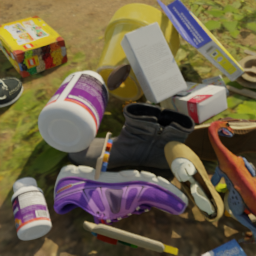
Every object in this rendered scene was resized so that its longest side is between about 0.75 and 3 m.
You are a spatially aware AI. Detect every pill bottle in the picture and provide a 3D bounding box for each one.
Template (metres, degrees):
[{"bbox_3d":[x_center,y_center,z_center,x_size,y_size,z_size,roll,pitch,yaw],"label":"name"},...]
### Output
[{"bbox_3d":[-1.276,-0.566,7.272,1.355,1.355,2.410,6,35,6],"label":"pill bottle"},{"bbox_3d":[-2.138,1.718,6.079,0.676,0.676,1.213,-17,53,-16],"label":"pill bottle"}]

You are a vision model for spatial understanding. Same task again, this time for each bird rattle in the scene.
[{"bbox_3d":[2.700,1.622,6.422,1.339,0.754,1.092,13,67,5],"label":"bird rattle"}]

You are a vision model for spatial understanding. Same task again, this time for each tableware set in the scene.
[{"bbox_3d":[4.878,-1.673,9.090,2.820,0.565,1.864,24,70,20],"label":"tableware set"}]

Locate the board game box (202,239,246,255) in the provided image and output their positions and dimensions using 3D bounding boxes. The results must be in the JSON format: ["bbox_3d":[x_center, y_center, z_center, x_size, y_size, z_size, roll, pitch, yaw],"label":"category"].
[{"bbox_3d":[1.983,2.794,5.459,0.926,0.201,0.921,-18,48,-17],"label":"board game box"}]

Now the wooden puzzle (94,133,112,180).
[{"bbox_3d":[-0.495,0.620,5.978,0.186,0.745,0.804,16,42,1],"label":"wooden puzzle"}]

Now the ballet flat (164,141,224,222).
[{"bbox_3d":[1.334,1.076,5.681,1.835,0.630,0.578,53,25,5],"label":"ballet flat"}]

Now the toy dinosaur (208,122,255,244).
[{"bbox_3d":[2.477,0.995,5.885,1.413,2.692,2.443,-22,93,-17],"label":"toy dinosaur"}]

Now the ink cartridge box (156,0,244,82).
[{"bbox_3d":[2.230,-2.984,8.874,0.634,2.699,2.667,-40,46,24],"label":"ink cartridge box"}]

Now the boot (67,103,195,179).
[{"bbox_3d":[-0.058,0.183,6.703,2.985,1.965,1.042,3,48,2],"label":"boot"}]

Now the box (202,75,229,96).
[{"bbox_3d":[2.888,-1.342,9.315,0.653,0.173,0.838,-14,50,8],"label":"box"}]

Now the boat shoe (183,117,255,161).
[{"bbox_3d":[2.716,0.200,7.599,2.765,0.998,0.995,-8,18,4],"label":"boat shoe"}]

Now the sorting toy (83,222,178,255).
[{"bbox_3d":[0.102,2.140,5.211,1.851,1.379,0.248,21,68,-10],"label":"sorting toy"}]

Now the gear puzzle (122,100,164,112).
[{"bbox_3d":[0.610,-0.214,7.468,1.749,0.906,0.229,23,14,-14],"label":"gear puzzle"}]

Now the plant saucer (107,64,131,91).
[{"bbox_3d":[-0.273,-1.358,7.403,0.137,0.855,0.855,42,58,16],"label":"plant saucer"}]

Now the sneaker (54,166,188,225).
[{"bbox_3d":[-0.208,1.653,6.174,2.976,1.200,1.241,2,62,13],"label":"sneaker"}]

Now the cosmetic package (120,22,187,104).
[{"bbox_3d":[0.675,-1.692,7.591,0.989,0.695,1.949,-25,92,-12],"label":"cosmetic package"}]

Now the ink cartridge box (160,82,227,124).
[{"bbox_3d":[1.854,-0.782,8.179,1.183,0.686,1.603,-29,29,-26],"label":"ink cartridge box"}]

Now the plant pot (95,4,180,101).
[{"bbox_3d":[0.141,-2.220,8.989,2.445,2.445,2.301,18,65,17],"label":"plant pot"}]

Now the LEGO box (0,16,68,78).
[{"bbox_3d":[-3.737,-3.183,10.693,1.853,0.960,2.488,-27,52,-24],"label":"LEGO box"}]

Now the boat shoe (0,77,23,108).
[{"bbox_3d":[-4.069,-1.052,8.430,0.907,0.723,2.398,33,40,2],"label":"boat shoe"}]
